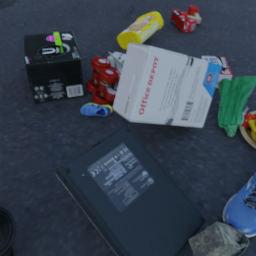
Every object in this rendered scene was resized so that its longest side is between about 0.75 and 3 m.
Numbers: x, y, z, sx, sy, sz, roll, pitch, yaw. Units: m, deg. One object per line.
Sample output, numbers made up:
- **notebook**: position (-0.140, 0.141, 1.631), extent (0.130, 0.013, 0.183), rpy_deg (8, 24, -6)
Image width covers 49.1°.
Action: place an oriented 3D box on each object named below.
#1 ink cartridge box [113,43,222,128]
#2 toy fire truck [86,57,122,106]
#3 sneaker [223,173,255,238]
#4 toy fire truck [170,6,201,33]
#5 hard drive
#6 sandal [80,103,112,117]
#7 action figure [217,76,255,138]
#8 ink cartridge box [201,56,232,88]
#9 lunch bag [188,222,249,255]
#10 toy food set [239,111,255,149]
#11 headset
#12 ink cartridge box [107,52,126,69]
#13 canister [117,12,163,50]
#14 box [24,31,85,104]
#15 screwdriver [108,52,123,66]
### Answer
- **ink cartridge box**: position (1.170, -1.195, 8.340), extent (2.803, 2.046, 1.182), rpy_deg (5, 18, -32)
- **toy fire truck**: position (-0.468, -1.703, 10.567), extent (1.852, 1.237, 2.206), rpy_deg (0, 38, -27)
- **sneaker**: position (3.086, 1.461, 6.561), extent (0.968, 1.098, 2.463), rpy_deg (31, 56, 35)
- **toy fire truck**: position (3.635, -6.527, 16.778), extent (1.953, 0.675, 2.769), rpy_deg (-5, 42, -14)
- **hard drive**: position (0.119, 1.507, 6.052), extent (2.005, 0.472, 2.873), rpy_deg (-33, 78, -34)
- **sandal**: position (-1.098, -0.590, 9.626), extent (1.094, 0.435, 0.476), rpy_deg (-2, 22, 1)
- **action figure**: position (3.515, -0.690, 9.333), extent (1.363, 0.631, 2.308), rpy_deg (-9, 49, 42)
- **ink cartridge box**: position (3.421, -2.332, 11.643), extent (1.388, 0.663, 1.581), rpy_deg (3, 40, 4)
- **lunch bag**: position (1.832, 2.335, 5.524), extent (0.964, 0.791, 0.567), rpy_deg (23, 35, -31)
- **toy food set**: position (4.786, 0.106, 8.687), extent (2.486, 0.605, 2.460), rpy_deg (-1, 39, -1)
- **headset**: position (-2.817, 2.225, 5.160), extent (1.349, 1.774, 2.872), rpy_deg (-9, 49, -32)
- **ink cartridge box**: position (-0.332, -3.016, 12.667), extent (1.029, 0.428, 0.755), rpy_deg (20, 44, 22)
- **canister**: position (0.591, -4.866, 14.094), extent (1.553, 0.905, 2.092), rpy_deg (3, 42, 47)
- **box**: position (-2.912, -2.463, 11.009), extent (2.003, 1.676, 2.697), rpy_deg (-10, 41, -13)
- **screwdriver**: position (-0.079, -2.590, 11.846), extent (0.382, 0.398, 2.736), rpy_deg (-18, 55, -34)
